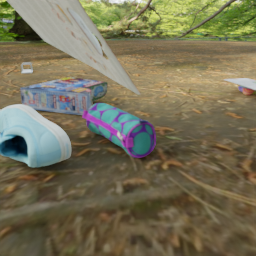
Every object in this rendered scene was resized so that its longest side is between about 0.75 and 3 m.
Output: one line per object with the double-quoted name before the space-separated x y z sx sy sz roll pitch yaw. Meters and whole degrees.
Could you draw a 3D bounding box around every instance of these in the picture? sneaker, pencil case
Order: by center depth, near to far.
"sneaker" -2.360 0.115 5.907 2.544 0.941 1.043 17 22 38
"pencil case" -0.231 -0.015 6.426 0.879 0.810 1.903 3 14 -38

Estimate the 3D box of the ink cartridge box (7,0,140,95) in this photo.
"ink cartridge box" -0.786 -1.410 3.129 2.182 0.623 1.774 29 -11 34

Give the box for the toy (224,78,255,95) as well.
"toy" 4.816 -1.512 10.845 1.174 0.481 2.039 -6 21 -23

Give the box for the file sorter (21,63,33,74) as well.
"file sorter" -5.678 -3.375 15.715 0.560 0.503 0.808 -5 21 -13

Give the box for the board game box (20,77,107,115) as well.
"board game box" -1.821 -1.065 9.309 2.343 0.723 2.345 14 25 30
